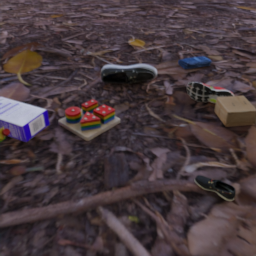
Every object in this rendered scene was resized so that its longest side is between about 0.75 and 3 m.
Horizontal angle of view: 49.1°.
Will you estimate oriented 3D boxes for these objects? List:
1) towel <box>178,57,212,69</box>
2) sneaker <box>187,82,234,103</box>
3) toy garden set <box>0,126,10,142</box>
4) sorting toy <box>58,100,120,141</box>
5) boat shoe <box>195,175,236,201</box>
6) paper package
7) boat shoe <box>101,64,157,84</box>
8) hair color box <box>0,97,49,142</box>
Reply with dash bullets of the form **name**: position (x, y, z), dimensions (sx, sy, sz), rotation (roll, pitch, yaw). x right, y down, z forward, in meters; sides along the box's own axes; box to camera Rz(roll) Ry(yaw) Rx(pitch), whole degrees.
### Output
- **towel**: position (3.650, -3.620, 15.378), dimensions (1.655, 0.402, 0.924), rotation (-12, 34, -18)
- **sneaker**: position (3.488, -1.456, 11.914), dimensions (2.018, 0.777, 0.857), rotation (20, 24, 17)
- **toy garden set**: position (-4.315, 0.657, 7.979), dimensions (1.531, 0.367, 1.837), rotation (-28, 15, 39)
- **sorting toy**: position (-1.435, -0.408, 10.251), dimensions (1.646, 0.573, 1.636), rotation (26, 41, 34)
- **boat shoe**: position (2.323, 1.525, 7.494), dimensions (1.129, 0.354, 0.413), rotation (25, 41, 35)
- **paper package**: position (4.025, -0.639, 10.552), dimensions (1.186, 0.644, 1.244), rotation (-3, 32, -5)
- **boat shoe**: position (0.016, -2.447, 13.268), dimensions (2.671, 0.917, 0.756), rotation (2, 52, 6)
- **hair color box**: position (-4.133, -0.344, 10.032), dimensions (2.256, 0.731, 1.233), rotation (17, 37, 21)
